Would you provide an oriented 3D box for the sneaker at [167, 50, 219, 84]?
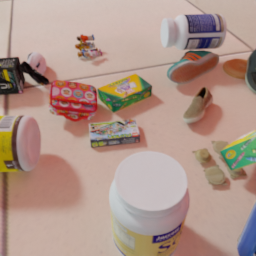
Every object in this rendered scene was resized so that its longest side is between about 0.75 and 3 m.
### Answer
[{"bbox_3d":[2.556,-2.651,11.900,2.729,0.974,1.090,-23,42,-27],"label":"sneaker"}]

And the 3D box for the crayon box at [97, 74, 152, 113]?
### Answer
[{"bbox_3d":[-0.122,-1.366,10.759,1.823,0.531,1.083,-26,49,-25],"label":"crayon box"}]

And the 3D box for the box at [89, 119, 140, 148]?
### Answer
[{"bbox_3d":[-0.468,0.169,9.344,1.621,0.281,0.892,-6,44,-7],"label":"box"}]

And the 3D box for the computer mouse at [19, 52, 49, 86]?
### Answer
[{"bbox_3d":[-3.804,-2.650,11.644,0.518,1.294,2.361,-41,35,16],"label":"computer mouse"}]

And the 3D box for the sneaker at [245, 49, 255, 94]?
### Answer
[{"bbox_3d":[5.352,-2.521,11.206,0.896,1.272,2.395,8,58,1],"label":"sneaker"}]

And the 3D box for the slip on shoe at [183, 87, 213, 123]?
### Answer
[{"bbox_3d":[2.487,-0.837,10.016,0.719,0.573,1.892,4,34,43],"label":"slip on shoe"}]

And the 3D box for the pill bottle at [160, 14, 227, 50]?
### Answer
[{"bbox_3d":[2.729,-4.069,11.927,2.500,1.447,1.447,-5,44,-9],"label":"pill bottle"}]

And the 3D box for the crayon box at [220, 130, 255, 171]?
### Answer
[{"bbox_3d":[3.742,0.312,7.368,1.345,2.265,0.660,-23,82,-36],"label":"crayon box"}]

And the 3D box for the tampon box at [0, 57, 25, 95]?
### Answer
[{"bbox_3d":[-4.992,-2.010,11.002,1.511,1.133,0.954,-6,44,-6],"label":"tampon box"}]

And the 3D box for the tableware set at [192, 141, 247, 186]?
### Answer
[{"bbox_3d":[2.713,1.027,8.406,1.294,0.180,1.549,-11,51,-13],"label":"tableware set"}]

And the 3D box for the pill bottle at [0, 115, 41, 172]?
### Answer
[{"bbox_3d":[-4.147,0.465,7.992,2.948,1.610,1.610,-1,44,-1],"label":"pill bottle"}]

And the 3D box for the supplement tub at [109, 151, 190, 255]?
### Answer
[{"bbox_3d":[0.434,1.799,6.166,1.677,2.306,1.677,0,44,0],"label":"supplement tub"}]

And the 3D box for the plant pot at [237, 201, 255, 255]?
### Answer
[{"bbox_3d":[3.713,2.028,5.846,2.064,2.296,2.296,25,37,30],"label":"plant pot"}]

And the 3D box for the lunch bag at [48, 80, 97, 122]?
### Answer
[{"bbox_3d":[-1.942,-0.892,9.891,1.687,0.691,1.486,6,56,-18],"label":"lunch bag"}]

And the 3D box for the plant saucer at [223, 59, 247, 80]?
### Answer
[{"bbox_3d":[4.965,-2.646,12.323,1.517,0.245,1.517,0,44,0],"label":"plant saucer"}]

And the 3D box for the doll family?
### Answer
[{"bbox_3d":[-1.955,-3.669,13.201,1.009,0.732,1.625,-14,63,-24],"label":"doll family"}]
